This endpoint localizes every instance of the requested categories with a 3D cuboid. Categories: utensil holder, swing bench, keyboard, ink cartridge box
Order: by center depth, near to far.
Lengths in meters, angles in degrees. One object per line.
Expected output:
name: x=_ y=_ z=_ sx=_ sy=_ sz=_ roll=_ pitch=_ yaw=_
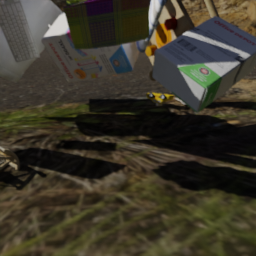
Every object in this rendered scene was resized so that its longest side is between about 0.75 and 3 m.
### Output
ink cartridge box: x=1.534 y=-1.283 z=5.420 sx=1.739 sy=0.731 sz=1.269 roll=-34 pitch=62 yaw=-22
swing bench: x=-3.057 y=0.657 z=6.086 sx=0.960 sy=0.626 sz=0.965 roll=15 pitch=24 yaw=36
keyboard: x=-2.783 y=-2.599 z=6.750 sx=0.657 sy=2.333 sz=0.124 roll=-11 pitch=52 yaw=-6
ink cartridge box: x=-1.013 y=-2.294 z=7.519 sx=2.292 sy=1.473 sz=1.435 roll=-7 pitch=45 yaw=25
utensil holder: x=-3.560 y=-3.207 z=8.830 sx=2.290 sy=2.695 sz=2.290 roll=44 pitch=6 yaw=-5

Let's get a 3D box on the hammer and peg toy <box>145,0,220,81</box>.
hammer and peg toy: x=1.220 y=-2.645 z=7.479 sx=1.040 sy=2.170 sz=2.950 roll=-17 pitch=-13 yaw=-26

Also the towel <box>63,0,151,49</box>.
towel: x=-0.318 y=-1.988 z=5.248 sx=1.593 sy=1.144 sz=0.181 roll=-12 pitch=62 yaw=-4

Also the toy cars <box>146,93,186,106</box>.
toy cars: x=1.840 y=-1.109 z=11.245 sx=2.252 sy=0.499 sz=1.010 roll=2 pitch=12 yaw=-7

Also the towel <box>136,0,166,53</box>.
towel: x=0.464 y=-2.863 z=6.064 sx=0.266 sy=1.639 sz=2.232 roll=1 pitch=-16 yaw=-10
